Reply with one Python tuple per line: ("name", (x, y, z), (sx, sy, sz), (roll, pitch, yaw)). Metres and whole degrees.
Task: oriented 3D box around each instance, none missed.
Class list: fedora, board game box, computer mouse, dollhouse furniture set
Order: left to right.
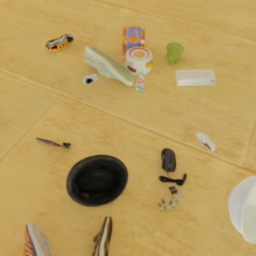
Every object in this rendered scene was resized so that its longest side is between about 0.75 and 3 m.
("fedora", (-1.057, 1.574, 9.136), (2.039, 2.039, 0.931), (-21, 26, -15))
("board game box", (0.264, -4.183, 13.670), (1.082, 1.082, 1.083), (2, 53, 2))
("dollhouse furniture set", (1.340, 2.213, 8.967), (0.791, 0.693, 0.525), (-29, 87, -46))
("computer mouse", (1.625, 1.316, 9.790), (1.016, 0.333, 1.447), (17, 50, -4))

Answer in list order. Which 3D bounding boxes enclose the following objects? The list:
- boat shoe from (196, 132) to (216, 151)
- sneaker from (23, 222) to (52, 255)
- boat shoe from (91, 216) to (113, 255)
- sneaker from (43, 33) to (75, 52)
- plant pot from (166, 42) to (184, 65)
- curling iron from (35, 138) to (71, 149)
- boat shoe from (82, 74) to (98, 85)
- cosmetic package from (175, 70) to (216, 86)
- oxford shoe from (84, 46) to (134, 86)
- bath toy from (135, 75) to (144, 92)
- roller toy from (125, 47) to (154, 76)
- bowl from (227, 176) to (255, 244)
("boat shoe", (2.891, 0.528, 10.582), (0.318, 0.323, 0.911), (-32, 66, -25))
("sneaker", (-2.793, 3.716, 7.676), (1.302, 0.902, 2.324), (-38, 37, -7))
("boat shoe", (-0.825, 3.301, 8.292), (0.538, 0.537, 1.454), (0, 45, 11))
("sneaker", (-3.408, -4.236, 14.075), (1.579, 0.618, 0.610), (-24, 64, -9))
("plant pot", (2.173, -3.496, 13.413), (0.861, 0.861, 0.818), (11, 67, 9))
("curling iron", (-2.834, 0.586, 10.576), (1.524, 0.195, 0.378), (9, 12, 15))
("boat shoe", (-1.743, -2.073, 12.239), (1.030, 0.359, 0.367), (-8, 29, 47))
("cosmetic package", (3.009, -2.252, 12.617), (1.655, 0.419, 0.683), (0, 53, 0))
("oxford shoe", (-0.909, -2.700, 12.779), (2.787, 0.805, 1.048), (37, 27, 11))
("bath toy", (0.501, -2.011, 12.524), (0.378, 0.321, 0.869), (31, 49, -28))
("roller toy", (0.494, -3.113, 12.935), (1.214, 0.930, 1.331), (-5, 52, -6))
("bowl", (3.702, 2.314, 8.480), (2.046, 2.046, 0.920), (-34, 24, -23))
